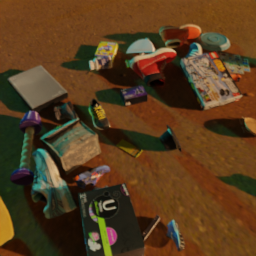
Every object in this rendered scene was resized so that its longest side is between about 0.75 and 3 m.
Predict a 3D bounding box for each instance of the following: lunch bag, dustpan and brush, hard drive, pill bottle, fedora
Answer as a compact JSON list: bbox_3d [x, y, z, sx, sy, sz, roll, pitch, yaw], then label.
[{"bbox_3d":[-2.130,0.469,9.975,1.530,1.097,1.866,-32,48,-26],"label":"lunch bag"},{"bbox_3d":[0.842,-4.447,15.100,1.447,0.593,2.073,3,52,18],"label":"dustpan and brush"},{"bbox_3d":[0.612,2.895,8.018,0.145,0.534,0.764,35,54,15],"label":"hard drive"},{"bbox_3d":[-1.358,-3.156,13.749,1.057,0.586,0.586,-14,48,-13],"label":"pill bottle"},{"bbox_3d":[1.453,0.470,10.016,0.540,1.182,1.182,-28,49,2],"label":"fedora"},{"bbox_3d":[-4.012,-1.754,12.443,1.688,0.398,2.419,-31,57,-26],"label":"hard drive"}]

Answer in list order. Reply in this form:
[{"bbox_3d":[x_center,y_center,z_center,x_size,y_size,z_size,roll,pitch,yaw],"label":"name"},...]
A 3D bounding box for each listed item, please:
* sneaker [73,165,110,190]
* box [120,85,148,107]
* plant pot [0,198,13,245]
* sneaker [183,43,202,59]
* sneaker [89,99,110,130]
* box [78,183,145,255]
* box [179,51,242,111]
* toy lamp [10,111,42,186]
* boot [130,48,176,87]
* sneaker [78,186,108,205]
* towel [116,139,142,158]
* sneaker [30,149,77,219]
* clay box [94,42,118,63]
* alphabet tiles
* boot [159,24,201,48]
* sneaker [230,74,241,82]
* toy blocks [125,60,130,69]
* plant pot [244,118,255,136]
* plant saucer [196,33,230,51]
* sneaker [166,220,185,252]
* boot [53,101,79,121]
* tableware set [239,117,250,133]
[{"bbox_3d":[-1.154,1.596,9.125,1.361,0.513,0.534,-18,89,-37],"label":"sneaker"},{"bbox_3d":[0.238,-1.409,12.223,1.044,0.411,0.736,-15,45,-13],"label":"box"},{"bbox_3d":[-3.822,2.676,7.690,1.224,1.232,1.260,-34,92,-27],"label":"plant pot"},{"bbox_3d":[3.044,-3.396,13.752,1.010,0.896,2.390,4,47,-4],"label":"sneaker"},{"bbox_3d":[-1.226,-0.554,11.215,0.589,0.669,1.582,-23,50,-19],"label":"sneaker"},{"bbox_3d":[-0.490,2.761,7.688,1.436,1.202,1.934,-11,46,-10],"label":"box"},{"bbox_3d":[3.566,-2.114,12.288,1.757,0.512,2.567,-15,64,-8],"label":"box"},{"bbox_3d":[-3.588,0.595,10.051,0.869,0.869,2.984,-5,49,-4],"label":"toy lamp"},{"bbox_3d":[1.590,-2.785,13.313,2.545,0.922,1.836,-23,61,-25],"label":"boot"},{"bbox_3d":[-1.044,2.170,8.849,1.160,0.460,0.554,-13,38,-23],"label":"sneaker"},{"bbox_3d":[0.045,0.751,10.377,0.935,0.084,0.403,28,52,25],"label":"towel"},{"bbox_3d":[-2.656,1.699,8.871,1.111,0.999,2.573,-28,52,-20],"label":"sneaker"},{"bbox_3d":[-1.128,-4.058,14.743,0.954,0.395,1.660,6,47,6],"label":"clay box"},{"bbox_3d":[5.140,-3.237,14.000,1.751,0.067,2.105,10,40,9],"label":"alphabet tiles"},{"bbox_3d":[2.980,-4.968,15.429,2.374,0.891,1.273,-8,62,-10],"label":"boot"},{"bbox_3d":[4.979,-2.338,13.159,0.834,0.323,0.467,-26,51,-23],"label":"sneaker"},{"bbox_3d":[0.186,-3.211,13.918,0.541,0.396,0.792,-8,23,-11],"label":"toy blocks"},{"bbox_3d":[4.940,0.022,10.834,1.049,0.144,1.049,16,40,-14],"label":"plant pot"},{"bbox_3d":[4.762,-4.859,15.621,1.831,0.251,1.831,0,47,0],"label":"plant saucer"},{"bbox_3d":[1.323,3.100,7.974,0.394,0.347,0.883,-34,38,16],"label":"sneaker"},{"bbox_3d":[-2.512,-0.456,11.363,0.825,0.437,1.253,-25,55,-6],"label":"boot"},{"bbox_3d":[4.785,-0.136,11.167,0.534,0.162,0.808,1,46,1],"label":"tableware set"}]
